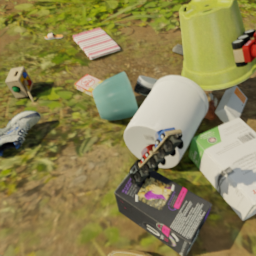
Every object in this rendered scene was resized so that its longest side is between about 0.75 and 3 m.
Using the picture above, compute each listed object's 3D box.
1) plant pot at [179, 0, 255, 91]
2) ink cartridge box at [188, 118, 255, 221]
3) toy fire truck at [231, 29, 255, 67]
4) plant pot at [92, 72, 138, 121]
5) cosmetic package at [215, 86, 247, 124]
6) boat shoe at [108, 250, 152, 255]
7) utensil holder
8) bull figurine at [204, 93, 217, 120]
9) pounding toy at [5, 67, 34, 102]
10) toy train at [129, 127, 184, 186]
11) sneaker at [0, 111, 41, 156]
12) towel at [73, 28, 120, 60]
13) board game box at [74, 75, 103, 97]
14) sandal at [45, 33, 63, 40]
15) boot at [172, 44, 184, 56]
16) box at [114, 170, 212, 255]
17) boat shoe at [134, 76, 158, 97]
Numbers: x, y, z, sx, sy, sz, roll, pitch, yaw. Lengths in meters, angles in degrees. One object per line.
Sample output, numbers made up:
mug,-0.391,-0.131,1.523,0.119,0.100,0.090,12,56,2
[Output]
plant pot,2.918,-3.115,9.659,2.739,2.518,2.739,-16,37,12
ink cartridge box,3.660,1.232,9.090,2.057,1.188,2.817,-21,51,-18
toy fire truck,4.020,-2.546,8.169,1.596,1.027,1.404,5,35,45
plant pot,-0.560,-1.104,10.905,1.442,1.796,1.796,-19,50,-3
cosmetic package,4.137,-0.902,11.213,0.788,0.554,1.554,45,54,-11
boat shoe,0.777,3.669,6.964,2.897,1.103,1.038,13,49,12
utensil holder,1.331,-0.194,9.780,2.190,2.190,2.577,22,54,18
bull figurine,2.741,-0.980,11.354,1.827,0.595,1.109,22,85,7
pounding toy,-4.529,-1.821,12.018,0.846,1.096,1.190,-8,47,9
toy train,0.576,0.699,6.661,0.439,2.572,0.589,-8,63,-27
sneaker,-4.098,0.276,10.328,2.254,0.868,0.960,-39,68,-21
towel,-1.702,-4.451,14.815,1.734,0.354,2.369,-24,55,-21
board game box,-1.663,-1.879,12.507,1.158,0.268,0.877,26,53,22
sandal,-4.095,-5.078,15.376,0.966,0.277,0.370,-8,49,-7
boot,3.058,-3.975,14.351,1.104,0.440,1.214,-35,50,-29
box,0.927,2.280,7.931,2.368,1.447,1.256,28,59,24
boat shoe,1.404,-1.415,11.714,2.400,0.820,0.886,12,32,-22
